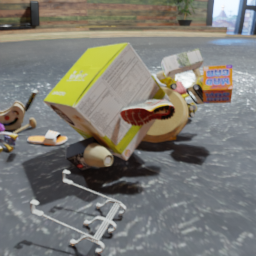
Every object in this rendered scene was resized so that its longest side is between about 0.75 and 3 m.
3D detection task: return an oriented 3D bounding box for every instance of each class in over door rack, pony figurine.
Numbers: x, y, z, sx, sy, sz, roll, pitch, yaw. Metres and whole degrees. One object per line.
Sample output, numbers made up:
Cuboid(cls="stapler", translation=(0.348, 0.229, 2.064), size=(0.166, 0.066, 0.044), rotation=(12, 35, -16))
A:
Cuboid(cls="over door rack", translation=(-1.260, 2.172, 7.299), size=(2.065, 0.688, 1.525), rotation=(28, 32, 8))
Cuboid(cls="pony figurine", translation=(-5.302, 0.297, 10.963), size=(1.824, 1.519, 1.761), rotation=(21, 39, 9))

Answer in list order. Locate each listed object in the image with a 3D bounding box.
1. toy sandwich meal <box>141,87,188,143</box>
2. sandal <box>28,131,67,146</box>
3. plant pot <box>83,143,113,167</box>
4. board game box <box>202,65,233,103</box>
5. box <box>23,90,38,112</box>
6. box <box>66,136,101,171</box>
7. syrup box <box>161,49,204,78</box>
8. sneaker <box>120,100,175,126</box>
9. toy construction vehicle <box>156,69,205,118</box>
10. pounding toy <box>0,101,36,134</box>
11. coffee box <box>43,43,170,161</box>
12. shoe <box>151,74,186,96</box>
Cuboid(cls="toy sandwich meal", translation=(1.086, -0.478, 11.821), size=(2.911, 0.997, 2.911), rotation=(-4, 63, 8))
Cuboid(cls="sandal", translation=(-3.362, 0.381, 11.535), size=(1.641, 0.470, 0.629), rotation=(1, 25, 2))
Cuboid(cls="plant pot", translation=(-0.842, 0.905, 8.545), size=(0.733, 0.733, 0.782), rotation=(-21, 24, -38))
Cuboid(cls="board game box", translation=(3.367, -1.622, 10.580), size=(1.034, 1.035, 1.034), rotation=(1, 67, 17))
Cuboid(cls="box", translation=(-3.590, -1.009, 10.356), size=(0.155, 0.778, 0.532), rotation=(28, 11, -15))
Cuboid(cls="box", translation=(-1.393, 0.888, 9.400), size=(1.044, 0.951, 0.544), rotation=(-20, 49, 15))
Cuboid(cls="syrup box", translation=(1.806, -2.164, 9.391), size=(1.282, 0.505, 0.522), rotation=(-17, -13, -4))
Cuboid(cls="sneaker", translation=(0.583, -0.505, 8.752), size=(1.668, 0.649, 0.685), rotation=(-6, 31, -2))
Cuboid(cls="toy construction vehicle", translation=(2.662, -1.789, 12.694), size=(0.950, 2.697, 2.348), rotation=(-43, 10, -17))
Cuboid(cls="pounding toy", translation=(-5.222, -0.445, 12.467), size=(2.053, 1.174, 1.178), rotation=(-6, 26, -11))
Cuboid(cls="coffee box", translation=(-0.788, -0.988, 9.984), size=(2.763, 2.732, 2.759), rotation=(-53, 33, -16))
Cuboid(cls="shoe", translation=(2.344, -2.539, 17.182), size=(1.342, 1.054, 2.951), rotation=(-5, 28, -21))
